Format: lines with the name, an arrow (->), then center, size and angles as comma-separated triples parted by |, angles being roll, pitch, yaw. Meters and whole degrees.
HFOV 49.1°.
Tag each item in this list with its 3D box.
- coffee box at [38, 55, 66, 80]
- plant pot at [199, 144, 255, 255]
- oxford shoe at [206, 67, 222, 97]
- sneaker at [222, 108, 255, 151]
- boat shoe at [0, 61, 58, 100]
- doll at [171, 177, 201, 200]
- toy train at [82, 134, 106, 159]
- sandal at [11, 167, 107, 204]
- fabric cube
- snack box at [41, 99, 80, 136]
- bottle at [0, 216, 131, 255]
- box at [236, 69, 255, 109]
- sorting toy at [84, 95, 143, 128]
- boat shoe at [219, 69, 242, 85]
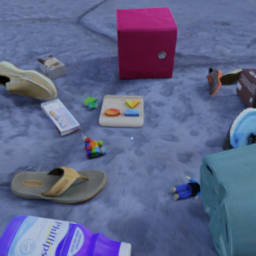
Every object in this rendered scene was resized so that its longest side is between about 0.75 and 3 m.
coffee box -> -3.154, -2.514, 11.553 | 0.651, 0.454, 1.139 | -30, 50, -29
plant pot -> 3.076, 1.402, 5.629 | 2.800, 2.859, 2.859 | -9, 42, 1
oxford shoe -> 3.126, -1.720, 10.464 | 0.509, 0.500, 1.404 | 30, 48, -12
sneaker -> 3.978, 0.058, 8.209 | 2.850, 1.117, 1.282 | -25, 50, -25
boat shoe -> -3.788, -1.481, 9.800 | 2.789, 0.999, 1.062 | 19, 41, 22
doll -> 1.583, 1.544, 7.149 | 0.915, 0.222, 0.624 | -10, 63, -14
toy train -> -1.016, 0.457, 8.298 | 0.562, 0.411, 0.972 | -2, 41, -18
sandal -> -1.774, 1.337, 7.069 | 2.463, 0.665, 0.989 | 1, 42, 1
fabric cube -> 0.642, -3.424, 11.311 | 2.177, 2.142, 2.184 | -2, 42, -3
snack box -> -2.276, -0.395, 9.289 | 0.641, 0.217, 1.782 | -20, 43, -27
bottle -> -1.251, 2.471, 5.659 | 2.565, 0.837, 1.071 | 6, 39, 8
box -> 5.432, -1.354, 9.697 | 2.828, 1.060, 1.416 | -2, 35, -2
sorting toy -> -0.535, -0.647, 9.565 | 2.113, 0.311, 1.562 | 2, 42, 1
boat shoe -> 4.108, -2.005, 11.007 | 1.233, 0.456, 0.409 | -15, 15, 2
